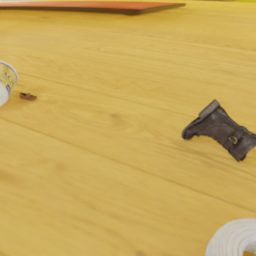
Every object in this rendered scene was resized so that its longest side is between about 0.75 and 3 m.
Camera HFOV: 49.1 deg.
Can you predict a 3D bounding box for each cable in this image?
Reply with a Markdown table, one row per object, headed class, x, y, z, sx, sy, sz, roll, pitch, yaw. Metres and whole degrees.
| class | x | y | z | sx | sy | sz | roll | pitch | yaw |
| --- | --- | --- | --- | --- | --- | --- | --- | --- | --- |
| cable | 2.247 | 2.356 | 4.779 | 1.798 | 0.623 | 1.798 | -1 | 33 | 1 |

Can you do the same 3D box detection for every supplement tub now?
| class | x | y | z | sx | sy | sz | roll | pitch | yaw |
| --- | --- | --- | --- | --- | --- | --- | --- | --- | --- |
| supplement tub | -5.077 | -1.614 | 10.664 | 1.262 | 1.262 | 1.735 | 1 | 45 | 1 |

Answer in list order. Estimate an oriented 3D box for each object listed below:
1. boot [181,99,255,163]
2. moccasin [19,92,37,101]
| class | x | y | z | sx | sy | sz | roll | pitch | yaw |
| --- | --- | --- | --- | --- | --- | --- | --- | --- | --- |
| boot | 2.538 | 0.308 | 7.875 | 0.695 | 2.007 | 1.748 | -37 | 77 | -32 |
| moccasin | -4.024 | -1.293 | 11.274 | 0.777 | 0.300 | 0.284 | 13 | 33 | 21 |
